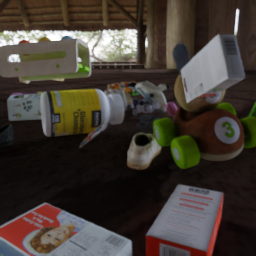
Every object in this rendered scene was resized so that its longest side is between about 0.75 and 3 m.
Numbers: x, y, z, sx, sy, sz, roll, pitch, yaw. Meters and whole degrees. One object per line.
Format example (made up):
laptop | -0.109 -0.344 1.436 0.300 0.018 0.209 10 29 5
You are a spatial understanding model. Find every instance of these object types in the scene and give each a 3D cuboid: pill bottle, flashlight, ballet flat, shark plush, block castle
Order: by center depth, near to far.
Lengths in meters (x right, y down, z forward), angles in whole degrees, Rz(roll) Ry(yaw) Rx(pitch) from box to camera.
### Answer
ballet flat | -3.901 0.318 7.117 0.662 0.565 1.991 13 20 41
flashlight | 1.414 -0.035 8.161 2.260 0.768 0.765 9 -23 39
pill bottle | -1.412 -0.501 8.671 2.408 1.349 1.349 -6 16 -21
shark plush | 0.680 -1.414 12.072 2.340 0.975 1.063 21 45 32
block castle | -0.037 -1.766 14.345 2.002 0.939 1.338 -16 26 -41

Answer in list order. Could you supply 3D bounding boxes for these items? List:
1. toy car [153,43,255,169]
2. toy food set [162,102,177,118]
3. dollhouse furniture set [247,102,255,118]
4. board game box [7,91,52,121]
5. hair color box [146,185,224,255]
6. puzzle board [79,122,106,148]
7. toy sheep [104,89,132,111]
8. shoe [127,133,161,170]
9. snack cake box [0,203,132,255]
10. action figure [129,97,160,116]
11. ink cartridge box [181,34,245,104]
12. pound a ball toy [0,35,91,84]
toy car | 1.604 -0.649 5.789 1.911 2.326 1.835 -15 28 -14
toy food set | 1.832 -0.384 8.922 1.344 0.333 2.115 36 -8 -21
dollhouse furniture set | 5.154 -0.050 8.912 2.484 0.959 1.241 24 14 14
board game box | -3.300 -0.951 11.355 2.720 0.874 2.006 -4 16 -15
hair color box | 0.810 1.287 3.729 0.721 0.435 1.421 6 17 25
puzzle board | -0.920 0.174 7.219 0.781 0.068 0.589 -35 16 32
toy sheep | -0.650 -1.001 11.195 1.736 1.197 1.197 -17 18 -10
shoe | 0.430 0.415 6.829 0.689 0.526 1.972 3 15 12
snack cake box | -0.773 1.418 3.136 1.448 0.487 0.833 10 20 34
action figure | 0.637 -0.842 11.428 1.153 0.615 1.772 -3 16 -18
ink cartridge box | 1.314 -0.894 4.573 0.318 0.688 1.263 -5 -11 -16
pound a ball toy | -2.383 -1.958 8.082 2.634 1.119 1.717 -1 4 13
